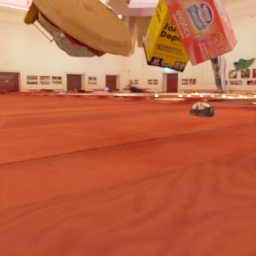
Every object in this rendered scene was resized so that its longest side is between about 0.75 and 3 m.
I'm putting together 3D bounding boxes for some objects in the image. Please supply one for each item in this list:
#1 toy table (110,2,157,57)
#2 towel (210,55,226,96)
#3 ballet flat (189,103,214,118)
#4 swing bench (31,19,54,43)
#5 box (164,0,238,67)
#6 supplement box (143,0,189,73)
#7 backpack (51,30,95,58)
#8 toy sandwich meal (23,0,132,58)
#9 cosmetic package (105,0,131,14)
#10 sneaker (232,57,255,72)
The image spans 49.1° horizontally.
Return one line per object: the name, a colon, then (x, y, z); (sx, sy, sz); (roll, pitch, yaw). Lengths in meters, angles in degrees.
toy table: (0.347, -3.675, 10.310); (2.595, 1.653, 2.823); (16, 30, 26)
towel: (3.401, -2.650, 10.528); (0.304, 1.877, 2.556); (-2, -27, 25)
ballet flat: (3.514, -0.888, 13.426); (0.666, 0.666, 1.822); (-3, 9, -18)
swing bench: (-3.300, -4.513, 12.073); (1.135, 1.141, 0.740); (44, -21, -32)
box: (1.377, -2.156, 5.365); (0.850, 1.657, 0.785); (-16, 19, 34)
supplement box: (1.242, -2.641, 7.270); (1.106, 2.033, 1.113); (8, 45, -13)
backpack: (-1.620, -2.928, 8.816); (1.541, 1.182, 1.355); (5, -26, 12)
toy sandwich meal: (-1.144, -2.461, 6.758); (2.928, 1.003, 2.928); (27, 34, -20)
cosmetic package: (-0.140, -3.546, 7.258); (0.551, 0.976, 0.396); (18, 25, -25)
sneaker: (3.291, -1.840, 8.000); (0.327, 0.336, 0.844); (-46, 9, -13)
